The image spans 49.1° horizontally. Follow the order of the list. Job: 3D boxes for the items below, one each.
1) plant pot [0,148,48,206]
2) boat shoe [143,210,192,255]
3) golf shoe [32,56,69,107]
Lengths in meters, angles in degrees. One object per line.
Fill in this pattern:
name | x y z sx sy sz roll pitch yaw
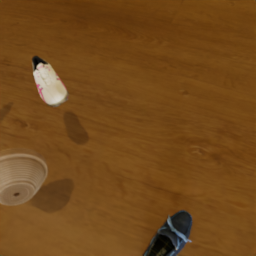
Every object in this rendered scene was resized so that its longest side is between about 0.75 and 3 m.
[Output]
plant pot | -2.763 1.332 6.838 1.658 1.658 0.765 -18 46 -16
boat shoe | 1.311 3.583 8.732 1.073 0.876 2.551 26 53 22
golf shoe | -2.530 -1.435 8.633 0.787 0.999 2.169 -34 47 -6
